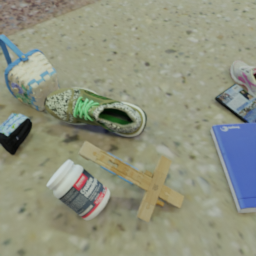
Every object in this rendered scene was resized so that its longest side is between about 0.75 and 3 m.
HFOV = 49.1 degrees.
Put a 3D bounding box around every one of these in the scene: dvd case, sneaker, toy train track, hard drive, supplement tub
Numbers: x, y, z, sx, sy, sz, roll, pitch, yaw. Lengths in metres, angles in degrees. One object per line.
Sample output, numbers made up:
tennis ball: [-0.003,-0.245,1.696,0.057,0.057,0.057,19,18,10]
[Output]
dvd case: [3.623,-0.743,8.886,1.032,0.127,1.447,-33,62,-21]
sneaker: [-0.913,-0.505,7.603,2.941,1.303,1.131,11,89,2]
toy train track: [0.074,1.140,6.534,2.715,0.442,1.557,31,68,-14]
sneaker: [4.160,-1.745,9.350,0.767,0.832,1.885,-16,52,-13]
hard drive: [3.354,0.931,7.417,1.675,0.322,2.539,-3,50,-3]
supplement tub: [-1.085,1.367,6.188,1.203,0.844,0.844,42,54,-11]

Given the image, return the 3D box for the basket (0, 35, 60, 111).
basket: [-3.148,-1.678,8.659,1.442,1.828,2.073,-38,70,-23]

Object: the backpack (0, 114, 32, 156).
backpack: [-3.129,0.081,7.761,0.800,0.849,1.041,29,60,23]
